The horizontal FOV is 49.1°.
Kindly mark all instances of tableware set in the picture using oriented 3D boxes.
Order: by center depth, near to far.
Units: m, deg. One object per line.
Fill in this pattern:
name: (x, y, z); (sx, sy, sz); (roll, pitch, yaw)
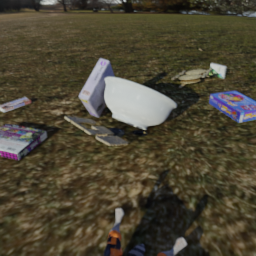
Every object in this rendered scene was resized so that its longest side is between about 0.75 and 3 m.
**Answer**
tableware set: (3.722, -2.848, 15.933); (1.802, 0.546, 2.726); (0, 20, 26)

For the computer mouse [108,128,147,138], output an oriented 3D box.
computer mouse: (-0.083, 0.158, 10.623); (1.624, 0.276, 0.476); (-2, 28, -4)

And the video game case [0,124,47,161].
video game case: (-4.144, 0.452, 10.015); (1.809, 0.324, 1.639); (9, 30, 17)

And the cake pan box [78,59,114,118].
cake pan box: (-1.137, -1.587, 11.301); (0.500, 1.759, 1.910); (23, 76, 13)

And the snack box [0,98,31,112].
snack box: (-5.251, -1.078, 12.999); (0.506, 0.171, 1.408); (22, 35, 34)

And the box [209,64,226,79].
box: (5.333, -3.397, 16.717); (0.179, 0.712, 0.986); (-21, 34, -35)

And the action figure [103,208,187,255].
action figure: (0.188, 2.973, 4.874); (2.638, 1.380, 2.552); (31, 43, 7)

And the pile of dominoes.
pile of dominoes: (-1.021, 0.235, 9.299); (1.689, 0.345, 2.167); (33, 8, 15)

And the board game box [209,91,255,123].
board game box: (4.863, -0.997, 12.524); (1.432, 0.477, 2.131); (-9, 30, -17)

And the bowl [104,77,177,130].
bowl: (0.252, -0.764, 10.635); (2.917, 1.311, 2.917); (22, -2, 1)
